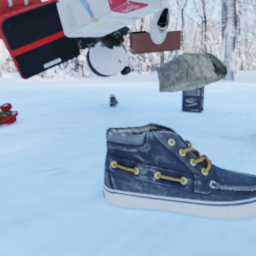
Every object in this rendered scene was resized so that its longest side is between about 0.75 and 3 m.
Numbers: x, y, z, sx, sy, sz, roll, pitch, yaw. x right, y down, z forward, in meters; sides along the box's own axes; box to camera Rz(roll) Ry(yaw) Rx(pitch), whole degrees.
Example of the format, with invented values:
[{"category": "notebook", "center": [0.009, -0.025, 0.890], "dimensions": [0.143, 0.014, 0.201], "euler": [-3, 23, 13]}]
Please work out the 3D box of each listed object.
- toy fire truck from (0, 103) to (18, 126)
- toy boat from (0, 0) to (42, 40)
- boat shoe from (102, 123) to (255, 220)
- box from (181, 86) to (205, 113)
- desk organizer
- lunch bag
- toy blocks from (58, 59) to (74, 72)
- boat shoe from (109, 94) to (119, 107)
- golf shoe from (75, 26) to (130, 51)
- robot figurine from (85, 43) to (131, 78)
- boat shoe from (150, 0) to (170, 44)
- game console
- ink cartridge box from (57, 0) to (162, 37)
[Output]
[{"category": "toy fire truck", "center": [-4.600, -0.337, 9.887], "dimensions": [1.251, 0.702, 1.051], "euler": [1, 36, 9]}, {"category": "toy boat", "center": [-3.321, -3.379, 8.722], "dimensions": [1.305, 1.303, 1.997], "euler": [32, 44, 31]}, {"category": "boat shoe", "center": [0.841, 0.554, 3.982], "dimensions": [2.489, 1.130, 0.881], "euler": [1, 12, 6]}, {"category": "box", "center": [3.031, -1.367, 13.091], "dimensions": [0.934, 1.262, 0.658], "euler": [7, 15, 26]}, {"category": "desk organizer", "center": [1.220, -3.964, 12.794], "dimensions": [2.318, 0.892, 0.831], "euler": [-8, 27, -10]}, {"category": "lunch bag", "center": [1.955, -1.657, 8.567], "dimensions": [1.695, 0.996, 1.390], "euler": [-5, -3, -28]}, {"category": "toy blocks", "center": [-2.461, -2.639, 10.993], "dimensions": [0.750, 0.676, 0.803], "euler": [-17, 14, -1]}, {"category": "boat shoe", "center": [-0.805, -1.330, 15.152], "dimensions": [0.450, 0.577, 1.271], "euler": [1, -15, 9]}, {"category": "golf shoe", "center": [-1.334, -3.342, 9.223], "dimensions": [1.405, 1.156, 2.973], "euler": [48, 31, 21]}, {"category": "robot figurine", "center": [-0.956, -2.995, 11.986], "dimensions": [1.962, 1.630, 2.611], "euler": [-7, 7, -14]}, {"category": "boat shoe", "center": [1.145, -3.524, 9.620], "dimensions": [0.610, 1.696, 0.557], "euler": [-2, 55, -10]}, {"category": "game console", "center": [-2.284, -2.349, 7.392], "dimensions": [1.852, 1.637, 0.287], "euler": [-31, 39, -22]}, {"category": "ink cartridge box", "center": [-0.442, -2.734, 6.290], "dimensions": [1.896, 0.785, 1.382], "euler": [-9, 10, 37]}]
